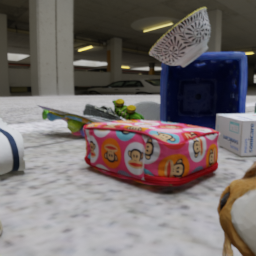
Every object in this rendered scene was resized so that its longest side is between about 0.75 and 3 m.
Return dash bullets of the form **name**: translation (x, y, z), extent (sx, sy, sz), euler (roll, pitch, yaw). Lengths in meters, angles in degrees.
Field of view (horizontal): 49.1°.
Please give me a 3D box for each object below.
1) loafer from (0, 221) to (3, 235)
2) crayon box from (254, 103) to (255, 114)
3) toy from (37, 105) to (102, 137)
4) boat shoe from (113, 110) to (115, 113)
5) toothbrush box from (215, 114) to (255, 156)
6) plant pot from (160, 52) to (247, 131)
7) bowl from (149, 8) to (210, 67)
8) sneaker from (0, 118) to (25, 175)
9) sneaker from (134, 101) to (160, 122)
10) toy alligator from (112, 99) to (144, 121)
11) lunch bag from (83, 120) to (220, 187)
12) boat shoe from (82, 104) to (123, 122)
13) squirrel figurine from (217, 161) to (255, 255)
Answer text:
- **loafer**: translation (-1.715, 1.167, 3.291), extent (0.418, 0.377, 1.104), euler (-4, 10, -23)
- **crayon box**: translation (8.745, -0.976, 15.501), extent (2.835, 0.826, 1.684), euler (8, 12, 43)
- **toy**: translation (-1.913, -0.098, 9.922), extent (2.585, 0.610, 1.489), euler (18, -11, 16)
- **boat shoe**: translation (-1.155, -0.643, 15.157), extent (1.292, 0.464, 0.437), euler (-12, -25, -25)
- **toothbrush box**: translation (3.904, 0.131, 7.976), extent (2.311, 0.986, 1.692), euler (-2, 9, -4)
- **plant pot**: translation (2.705, -1.160, 10.665), extent (2.876, 2.876, 2.586), euler (1, 3, 9)
- **bowl**: translation (1.749, -2.503, 8.487), extent (2.106, 0.988, 2.106), euler (-36, 1, 0)
- **sneaker**: translation (-3.408, 0.363, 6.390), extent (1.191, 1.130, 2.958), euler (-16, 16, -38)
- **sneaker**: translation (1.676, -0.587, 12.822), extent (2.998, 1.108, 1.228), euler (10, 3, 8)
- **toy alligator**: translation (0.102, -0.497, 11.778), extent (2.414, 0.800, 0.580), euler (31, 48, 27)
- **lunch bag**: translation (0.557, 0.362, 6.121), extent (2.643, 1.083, 2.328), euler (9, 12, 43)
- **boat shoe**: translation (-0.870, -0.478, 11.406), extent (0.914, 0.823, 2.585), euler (6, -2, 28)
- **squirrel figurine**: translation (1.821, 0.969, 1.430), extent (2.713, 1.920, 2.532), euler (13, -3, -6)
